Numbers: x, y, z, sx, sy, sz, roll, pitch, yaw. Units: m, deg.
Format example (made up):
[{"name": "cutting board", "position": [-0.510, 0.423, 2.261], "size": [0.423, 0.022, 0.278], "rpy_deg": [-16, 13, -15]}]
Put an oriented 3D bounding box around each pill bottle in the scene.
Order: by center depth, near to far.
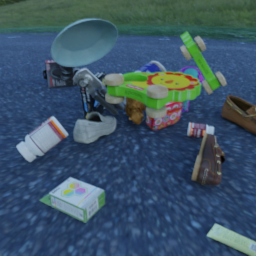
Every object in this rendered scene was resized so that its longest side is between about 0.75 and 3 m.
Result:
[{"name": "pill bottle", "position": [-2.328, 0.320, 7.606], "size": [1.247, 0.683, 0.683], "rpy_deg": [-39, 37, -11]}, {"name": "pill bottle", "position": [2.281, 0.098, 8.850], "size": [0.769, 0.439, 0.439], "rpy_deg": [8, 26, 10]}, {"name": "pill bottle", "position": [0.596, -1.863, 11.917], "size": [2.090, 1.209, 1.209], "rpy_deg": [-38, 41, -24]}]

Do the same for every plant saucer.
[{"name": "plant saucer", "position": [-1.519, -2.958, 9.489], "size": [2.378, 2.378, 0.458], "rpy_deg": [-14, 72, -28]}]

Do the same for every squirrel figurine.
[{"name": "squirrel figurine", "position": [0.206, -0.656, 9.770], "size": [0.757, 1.069, 0.998], "rpy_deg": [-10, 34, 7]}]

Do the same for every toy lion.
[{"name": "toy lion", "position": [0.544, -0.810, 5.468], "size": [1.560, 0.536, 1.496], "rpy_deg": [21, 37, 32]}, {"name": "toy lion", "position": [2.856, -2.695, 11.186], "size": [0.841, 2.449, 2.348], "rpy_deg": [-31, 9, 18]}]

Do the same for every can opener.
[{"name": "can opener", "position": [-0.913, -1.184, 8.718], "size": [0.532, 1.996, 0.667], "rpy_deg": [-38, 42, 13]}]

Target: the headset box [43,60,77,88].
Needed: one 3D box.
[{"name": "headset box", "position": [-3.419, -2.767, 14.219], "size": [1.739, 1.294, 0.672], "rpy_deg": [-7, 25, -16]}]

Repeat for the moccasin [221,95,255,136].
[{"name": "moccasin", "position": [4.378, -0.441, 9.478], "size": [1.019, 1.075, 2.786], "rpy_deg": [-9, 27, -19]}]

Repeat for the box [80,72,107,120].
[{"name": "box", "position": [-1.199, -1.159, 10.348], "size": [0.400, 1.382, 1.738], "rpy_deg": [3, 27, 15]}]

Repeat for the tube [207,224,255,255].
[{"name": "tube", "position": [1.986, 2.075, 5.121], "size": [0.999, 0.259, 0.290], "rpy_deg": [16, -10, 37]}]

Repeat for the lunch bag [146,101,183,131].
[{"name": "lunch bag", "position": [1.232, -0.556, 9.502], "size": [1.264, 1.114, 0.518], "rpy_deg": [-21, 48, -24]}]

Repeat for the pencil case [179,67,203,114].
[{"name": "pencil case", "position": [1.965, -1.254, 9.972], "size": [0.926, 2.004, 0.853], "rpy_deg": [13, 66, 0]}]

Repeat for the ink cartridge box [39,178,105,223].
[{"name": "ink cartridge box", "position": [-1.248, 1.494, 6.145], "size": [1.325, 0.393, 0.688], "rpy_deg": [14, 28, 28]}]

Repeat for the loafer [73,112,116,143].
[{"name": "loafer", "position": [-0.979, -0.136, 8.992], "size": [0.778, 0.776, 2.224], "rpy_deg": [8, 16, 19]}]

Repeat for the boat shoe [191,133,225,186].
[{"name": "boat shoe", "position": [2.158, 0.809, 7.312], "size": [0.716, 0.717, 2.037], "rpy_deg": [10, 33, 17]}]
